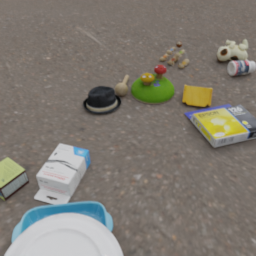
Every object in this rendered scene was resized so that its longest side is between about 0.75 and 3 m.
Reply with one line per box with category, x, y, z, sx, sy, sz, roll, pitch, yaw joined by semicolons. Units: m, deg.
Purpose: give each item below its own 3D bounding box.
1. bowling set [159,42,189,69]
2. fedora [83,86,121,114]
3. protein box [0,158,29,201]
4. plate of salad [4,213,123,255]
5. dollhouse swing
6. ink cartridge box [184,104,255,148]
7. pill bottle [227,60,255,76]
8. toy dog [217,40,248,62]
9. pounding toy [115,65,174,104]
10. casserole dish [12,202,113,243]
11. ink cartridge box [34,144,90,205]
bowling set;2.488;-4.019;15.211;1.687;1.174;0.905;21;45;29
fedora;-1.144;-1.320;12.194;1.707;0.779;1.707;0;40;0
protein box;-3.832;1.593;8.800;0.921;0.626;0.928;25;46;27
plate of salad;-1.491;3.386;6.281;2.903;0.697;2.903;-1;52;2
dollhouse swing;3.116;-1.420;12.763;1.217;1.070;1.106;8;82;9
ink cartridge box;3.801;-0.305;11.173;2.298;0.546;2.325;-12;43;-15
pill bottle;5.825;-3.080;14.343;1.233;0.738;0.738;-8;40;-10
toy dog;5.661;-4.064;15.466;1.557;1.086;1.510;-3;75;-6
pounding toy;0.858;-2.216;12.918;2.651;1.230;2.046;11;41;12
casserole dish;-1.695;2.799;7.459;2.584;0.501;1.565;-5;40;-7
ink cartridge box;-2.108;1.454;8.952;1.118;0.654;1.927;11;41;13
